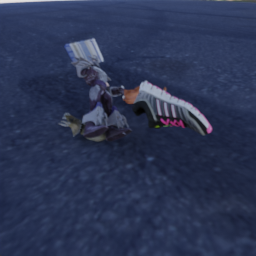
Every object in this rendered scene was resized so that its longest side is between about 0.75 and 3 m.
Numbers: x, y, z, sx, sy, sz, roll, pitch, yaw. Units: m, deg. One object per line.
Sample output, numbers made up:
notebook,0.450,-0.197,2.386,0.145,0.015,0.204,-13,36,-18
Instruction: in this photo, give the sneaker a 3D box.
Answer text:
sneaker,1.075,-0.302,7.651,2.399,0.885,1.049,33,86,25

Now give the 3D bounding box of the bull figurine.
bull figurine,0.619,-1.425,11.368,1.928,0.628,1.171,-11,29,-21

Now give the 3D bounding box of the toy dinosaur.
toy dinosaur,-1.037,0.070,8.883,2.087,0.803,1.068,22,49,16

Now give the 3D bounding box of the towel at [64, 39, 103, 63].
towel,-1.482,-2.526,9.432,1.190,0.874,0.142,-3,44,26

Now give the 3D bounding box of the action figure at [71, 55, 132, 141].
action figure,-0.824,-1.071,8.512,1.930,1.029,2.966,18,50,-46
